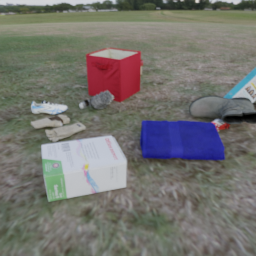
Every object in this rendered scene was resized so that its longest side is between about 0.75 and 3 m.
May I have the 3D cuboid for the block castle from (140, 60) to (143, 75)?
[{"bbox_3d":[-0.197,-4.502,19.044,1.916,1.345,2.868,-6,28,-10],"label":"block castle"}]

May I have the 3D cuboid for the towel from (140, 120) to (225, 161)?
[{"bbox_3d":[1.834,0.489,10.026,2.803,0.695,2.070,1,34,2],"label":"towel"}]

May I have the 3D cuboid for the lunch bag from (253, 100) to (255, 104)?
[{"bbox_3d":[6.574,-1.437,13.541,1.263,0.743,1.036,24,19,18],"label":"lunch bag"}]

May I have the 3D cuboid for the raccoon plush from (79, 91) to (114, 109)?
[{"bbox_3d":[-1.396,-1.169,12.850,1.563,0.756,1.048,-30,6,-14],"label":"raccoon plush"}]

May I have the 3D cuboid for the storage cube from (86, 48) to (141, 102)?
[{"bbox_3d":[-0.750,-2.865,14.838,2.115,2.224,2.474,15,31,27],"label":"storage cube"}]

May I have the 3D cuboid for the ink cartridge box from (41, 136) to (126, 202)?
[{"bbox_3d":[-1.320,1.123,8.305,2.259,0.988,1.641,-9,29,-15],"label":"ink cartridge box"}]

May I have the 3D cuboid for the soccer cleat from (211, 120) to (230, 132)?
[{"bbox_3d":[3.571,-0.113,11.352,1.269,0.436,0.541,-9,28,-26],"label":"soccer cleat"}]

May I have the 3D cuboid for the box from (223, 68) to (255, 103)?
[{"bbox_3d":[5.397,-1.714,12.461,2.310,0.951,0.568,-44,23,11],"label":"box"}]

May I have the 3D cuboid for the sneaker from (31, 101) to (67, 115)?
[{"bbox_3d":[-3.626,-0.949,12.864,1.637,0.593,0.588,0,26,-4],"label":"sneaker"}]

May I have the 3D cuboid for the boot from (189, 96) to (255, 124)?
[{"bbox_3d":[3.886,-0.693,11.535,2.742,0.928,1.791,-3,21,15],"label":"boot"}]

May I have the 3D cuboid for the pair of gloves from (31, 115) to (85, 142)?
[{"bbox_3d":[-2.848,-0.032,11.348,1.845,0.323,1.569,25,33,37],"label":"pair of gloves"}]
